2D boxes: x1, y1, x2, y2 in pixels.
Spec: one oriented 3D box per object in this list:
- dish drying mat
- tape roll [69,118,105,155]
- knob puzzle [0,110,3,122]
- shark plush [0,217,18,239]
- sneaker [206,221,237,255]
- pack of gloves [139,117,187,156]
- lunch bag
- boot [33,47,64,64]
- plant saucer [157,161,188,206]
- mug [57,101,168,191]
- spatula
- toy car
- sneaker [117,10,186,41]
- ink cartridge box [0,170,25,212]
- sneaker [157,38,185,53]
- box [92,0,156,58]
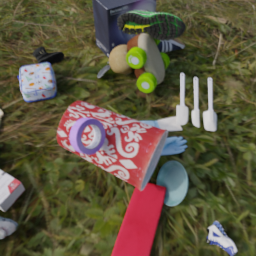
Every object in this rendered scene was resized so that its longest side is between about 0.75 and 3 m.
[{"bbox_3d":[0.352,2.825,8.256,1.012,0.240,2.635,12,52,15],"label":"dish drying mat"},{"bbox_3d":[-1.027,0.212,7.175,0.304,0.926,0.926,9,44,44],"label":"tape roll"},{"bbox_3d":[-5.979,-0.437,10.938,2.282,0.316,2.282,0,50,0],"label":"knob puzzle"},{"bbox_3d":[-4.610,2.780,8.217,2.749,1.249,1.145,3,26,29],"label":"shark plush"},{"bbox_3d":[2.531,3.194,7.884,0.577,0.404,1.000,-21,46,-12],"label":"sneaker"},{"bbox_3d":[1.083,0.239,10.320,2.057,0.406,1.728,-8,51,-7],"label":"pack of gloves"},{"bbox_3d":[-3.906,-1.983,11.990,1.523,0.718,1.901,-13,52,-8],"label":"lunch bag"},{"bbox_3d":[-3.826,-3.514,13.392,1.326,0.499,0.991,-22,53,-17],"label":"boot"},{"bbox_3d":[1.412,1.709,8.645,0.247,1.374,1.374,12,43,-32],"label":"plant saucer"},{"bbox_3d":[-0.449,0.456,8.796,2.902,2.576,1.936,23,89,13],"label":"mug"},{"bbox_3d":[2.687,-1.046,10.961,1.628,0.188,2.342,8,66,-4],"label":"spatula"},{"bbox_3d":[0.021,-2.754,12.235,2.821,2.226,2.318,-6,36,32],"label":"toy car"},{"bbox_3d":[0.990,-4.294,11.247,2.690,1.049,1.146,15,43,12],"label":"sneaker"},{"bbox_3d":[-4.087,1.904,8.838,1.252,0.519,0.919,24,54,19],"label":"ink cartridge box"},{"bbox_3d":[1.552,-3.812,13.514,2.582,1.401,0.905,0,39,-41],"label":"sneaker"},{"bbox_3d":[-0.176,-5.055,13.306,2.612,2.591,1.609,-25,54,-19],"label":"box"}]
